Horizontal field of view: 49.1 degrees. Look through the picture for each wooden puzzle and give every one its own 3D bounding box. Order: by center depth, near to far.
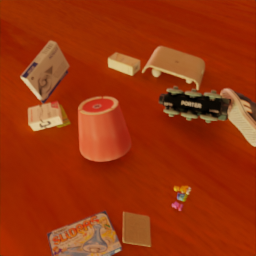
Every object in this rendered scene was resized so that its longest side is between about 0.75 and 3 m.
[{"bbox_3d":[0.218,2.852,7.850,0.905,0.210,0.839,19,48,-22],"label":"wooden puzzle"}]

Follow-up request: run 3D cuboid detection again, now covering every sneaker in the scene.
[{"bbox_3d":[4.725,-0.531,11.031,1.089,1.075,2.742,-17,57,-11],"label":"sneaker"}]

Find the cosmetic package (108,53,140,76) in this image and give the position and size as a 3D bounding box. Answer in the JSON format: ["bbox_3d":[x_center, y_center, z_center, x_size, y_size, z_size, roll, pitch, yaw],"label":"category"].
[{"bbox_3d":[-0.206,-3.251,14.213,1.479,0.540,0.766,24,49,22],"label":"cosmetic package"}]

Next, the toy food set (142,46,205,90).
[{"bbox_3d":[2.300,-2.902,13.783,2.808,0.848,2.015,21,47,9],"label":"toy food set"}]

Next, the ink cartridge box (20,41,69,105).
[{"bbox_3d":[-3.199,-2.139,11.414,0.400,1.971,1.967,23,70,22],"label":"ink cartridge box"}]

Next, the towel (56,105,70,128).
[{"bbox_3d":[-2.861,-0.505,11.670,0.551,0.116,1.281,-18,47,-19],"label":"towel"}]

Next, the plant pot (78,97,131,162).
[{"bbox_3d":[-0.904,-0.051,9.658,1.896,1.678,1.896,-6,31,3],"label":"plant pot"}]

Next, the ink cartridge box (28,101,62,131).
[{"bbox_3d":[-3.300,-0.472,11.153,1.197,0.505,0.867,-15,53,-4],"label":"ink cartridge box"}]

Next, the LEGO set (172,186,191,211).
[{"bbox_3d":[1.599,2.057,8.720,0.412,0.383,1.003,9,32,27],"label":"LEGO set"}]

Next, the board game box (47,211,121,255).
[{"bbox_3d":[-1.221,3.156,7.733,1.760,0.303,1.192,-18,47,-18],"label":"board game box"}]

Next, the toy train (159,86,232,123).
[{"bbox_3d":[2.662,-0.908,10.995,2.848,1.213,1.623,12,9,31],"label":"toy train"}]
